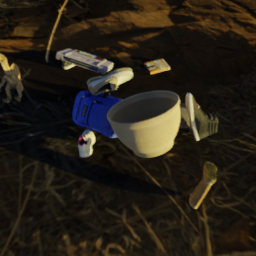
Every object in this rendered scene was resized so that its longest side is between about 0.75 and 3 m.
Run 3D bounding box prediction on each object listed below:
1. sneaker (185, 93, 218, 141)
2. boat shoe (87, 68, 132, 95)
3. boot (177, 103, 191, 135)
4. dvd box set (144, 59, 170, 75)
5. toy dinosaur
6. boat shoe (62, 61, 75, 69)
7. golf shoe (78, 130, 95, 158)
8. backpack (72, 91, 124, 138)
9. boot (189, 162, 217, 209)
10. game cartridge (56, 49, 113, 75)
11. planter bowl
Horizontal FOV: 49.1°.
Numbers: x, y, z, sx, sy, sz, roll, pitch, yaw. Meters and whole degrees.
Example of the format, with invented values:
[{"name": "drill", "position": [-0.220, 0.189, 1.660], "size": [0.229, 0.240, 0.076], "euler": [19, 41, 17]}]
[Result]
[{"name": "sneaker", "position": [2.809, -0.515, 10.596], "size": [0.996, 2.007, 0.710], "euler": [-17, 26, 8]}, {"name": "boat shoe", "position": [-0.617, -1.670, 10.431], "size": [1.753, 0.655, 0.600], "euler": [-20, 62, -2]}, {"name": "boot", "position": [1.605, -0.465, 11.601], "size": [2.050, 0.715, 1.349], "euler": [7, 57, 11]}, {"name": "dvd box set", "position": [1.423, -3.052, 13.933], "size": [1.073, 0.158, 0.785], "euler": [-16, 51, -15]}, {"name": "toy dinosaur", "position": [-4.667, -1.813, 11.522], "size": [0.867, 2.980, 1.507], "euler": [3, 69, 1]}, {"name": "boat shoe", "position": [-2.737, -3.425, 14.146], "size": [0.471, 0.389, 1.373], "euler": [38, 60, 26]}, {"name": "golf shoe", "position": [-1.611, 0.459, 10.732], "size": [0.538, 0.653, 1.428], "euler": [-9, 39, 5]}, {"name": "backpack", "position": [-1.180, -0.661, 10.857], "size": [2.006, 1.683, 1.630], "euler": [21, 94, 24]}, {"name": "boot", "position": [2.449, 1.876, 9.319], "size": [0.423, 1.279, 1.120], "euler": [26, 29, 6]}, {"name": "game cartridge", "position": [-1.681, -2.681, 11.119], "size": [1.997, 0.383, 1.295], "euler": [19, 29, 3]}, {"name": "planter bowl", "position": [0.646, -0.031, 9.302], "size": [2.369, 1.594, 2.369], "euler": [-13, 25, 6]}]
